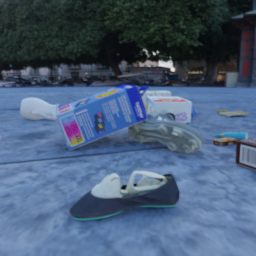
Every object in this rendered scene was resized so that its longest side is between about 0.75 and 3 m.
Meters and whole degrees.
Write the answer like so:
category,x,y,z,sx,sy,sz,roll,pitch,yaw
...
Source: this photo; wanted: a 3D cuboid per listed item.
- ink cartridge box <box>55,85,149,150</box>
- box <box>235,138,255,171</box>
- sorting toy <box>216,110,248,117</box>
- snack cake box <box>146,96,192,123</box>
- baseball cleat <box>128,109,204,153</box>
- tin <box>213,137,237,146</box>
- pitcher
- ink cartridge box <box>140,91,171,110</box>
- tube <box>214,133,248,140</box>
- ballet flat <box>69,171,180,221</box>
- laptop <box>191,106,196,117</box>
category,x,y,z,sx,sy,sz,roll,pitch,yaw
ink cartridge box,-0.697,-0.533,8.882,2.967,1.132,2.024,-20,14,-10
box,3.494,0.578,6.663,1.734,0.650,0.868,-7,13,-26
sorting toy,5.448,-0.749,14.885,1.135,0.204,1.524,-7,12,-13
snack cake box,1.859,-0.933,13.591,1.706,0.997,2.967,1,11,-2
baseball cleat,1.217,-0.080,8.329,1.510,0.989,2.837,-39,31,-30
tin,3.021,0.423,8.729,0.839,0.176,0.470,-5,16,-26
pitcher,-4.189,-0.794,13.228,1.697,1.029,1.456,8,18,-15
ink cartridge box,1.507,-1.499,16.077,1.608,1.180,1.174,-3,11,-10
tube,3.448,0.265,9.421,1.053,0.265,0.408,3,-3,38
ballet flat,-0.028,1.002,4.456,1.808,0.660,0.660,-3,11,-16
laptop,3.160,-0.955,14.008,0.421,0.723,0.816,-22,-10,-2
